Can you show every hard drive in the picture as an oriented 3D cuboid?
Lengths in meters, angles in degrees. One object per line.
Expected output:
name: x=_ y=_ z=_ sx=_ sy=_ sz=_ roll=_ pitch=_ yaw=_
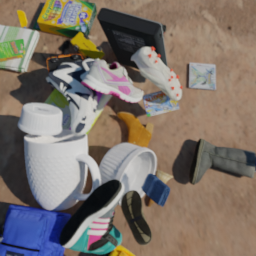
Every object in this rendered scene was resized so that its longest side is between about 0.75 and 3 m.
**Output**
hard drive: x=0.273 y=-2.761 z=9.537 sx=2.020 sy=2.895 sz=0.476 roll=22 pitch=81 yaw=16

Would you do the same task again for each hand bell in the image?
hand bell: x=0.991 y=2.124 z=9.627 sx=0.663 sy=0.663 sz=1.273 roll=24 pitch=83 yaw=8

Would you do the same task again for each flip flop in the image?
flip flop: x=0.231 y=2.435 z=7.616 sx=0.625 sy=0.444 sz=1.541 roll=-21 pitch=55 yaw=-6

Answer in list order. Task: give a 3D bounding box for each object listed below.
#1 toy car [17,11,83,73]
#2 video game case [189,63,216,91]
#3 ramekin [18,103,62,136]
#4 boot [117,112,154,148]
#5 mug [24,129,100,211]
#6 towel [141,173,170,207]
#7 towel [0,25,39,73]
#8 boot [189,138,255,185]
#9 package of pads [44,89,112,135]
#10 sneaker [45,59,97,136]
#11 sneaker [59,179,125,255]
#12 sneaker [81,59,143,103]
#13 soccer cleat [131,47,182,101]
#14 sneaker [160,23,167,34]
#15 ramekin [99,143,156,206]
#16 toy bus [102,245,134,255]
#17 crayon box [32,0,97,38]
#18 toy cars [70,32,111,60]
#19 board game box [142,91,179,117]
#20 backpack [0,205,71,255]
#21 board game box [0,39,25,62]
toy car: x=-2.614 y=-2.939 z=9.754 sx=1.341 sy=0.910 sz=2.733 roll=-29 pitch=116 yaw=-7
video game case: x=2.994 y=-2.081 z=11.322 sx=1.058 sy=0.128 sz=1.161 roll=5 pitch=70 yaw=2
ramekin: x=-2.619 y=-0.287 z=8.457 sx=1.288 sy=1.288 sz=0.628 roll=15 pitch=109 yaw=5
boot: x=0.135 y=0.123 z=10.296 sx=1.512 sy=0.532 sz=1.082 roll=22 pitch=71 yaw=4
mug: x=-1.959 y=1.380 z=8.742 sx=2.577 sy=1.902 sz=2.259 roll=8 pitch=104 yaw=29
towel: x=0.837 y=1.861 z=8.518 sx=0.282 sy=1.163 sz=0.649 roll=24 pitch=93 yaw=-27
towel: x=-5.293 y=-3.374 z=11.723 sx=2.739 sy=0.420 sz=2.043 roll=10 pitch=68 yaw=6
boot: x=3.316 y=1.389 z=9.808 sx=2.062 sy=0.748 sz=1.875 roll=20 pitch=73 yaw=0
package of pads: x=-2.027 y=-0.828 z=10.476 sx=1.907 sy=0.842 sz=2.468 roll=27 pitch=72 yaw=10
sneaker: x=-1.938 y=-1.079 z=9.143 sx=1.751 sy=1.074 sz=2.691 roll=6 pitch=74 yaw=9
sneaker: x=-0.603 y=2.603 z=7.742 sx=1.446 sy=1.001 sz=2.394 roll=37 pitch=102 yaw=-29
sneaker: x=-0.303 y=-1.470 z=8.792 sx=0.941 sy=2.312 sz=1.020 roll=28 pitch=100 yaw=43
soccer cleat: x=0.960 y=-1.677 z=8.942 sx=2.128 sy=0.825 sz=0.737 roll=46 pitch=54 yaw=-27
sneaker: x=0.812 y=-3.387 z=10.603 sx=1.473 sy=0.720 sz=0.521 roll=-37 pitch=82 yaw=-8
ramekin: x=-0.066 y=1.438 z=9.080 sx=1.046 sy=1.993 sz=1.993 roll=24 pitch=70 yaw=35
toy bus: x=-0.541 y=4.681 z=7.572 sx=1.783 sy=2.523 sz=2.628 roll=34 pitch=72 yaw=13
crayon box: x=-2.778 y=-4.792 z=12.049 sx=2.504 sy=0.646 sz=1.574 roll=13 pitch=70 yaw=5
toy cars: x=-0.867 y=-3.142 z=11.468 sx=2.912 sy=0.645 sz=1.305 roll=2 pitch=83 yaw=-3
board game box: x=1.124 y=-0.891 z=9.709 sx=1.141 sy=0.197 sz=0.772 roll=-15 pitch=101 yaw=9
backpack: x=-2.989 y=3.616 z=8.262 sx=1.942 sy=2.005 sz=2.389 roll=7 pitch=73 yaw=10
board game box: x=-4.976 y=-3.076 z=11.250 sx=1.680 sy=0.252 sz=0.802 roll=-12 pitch=69 yaw=0
